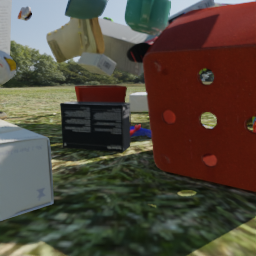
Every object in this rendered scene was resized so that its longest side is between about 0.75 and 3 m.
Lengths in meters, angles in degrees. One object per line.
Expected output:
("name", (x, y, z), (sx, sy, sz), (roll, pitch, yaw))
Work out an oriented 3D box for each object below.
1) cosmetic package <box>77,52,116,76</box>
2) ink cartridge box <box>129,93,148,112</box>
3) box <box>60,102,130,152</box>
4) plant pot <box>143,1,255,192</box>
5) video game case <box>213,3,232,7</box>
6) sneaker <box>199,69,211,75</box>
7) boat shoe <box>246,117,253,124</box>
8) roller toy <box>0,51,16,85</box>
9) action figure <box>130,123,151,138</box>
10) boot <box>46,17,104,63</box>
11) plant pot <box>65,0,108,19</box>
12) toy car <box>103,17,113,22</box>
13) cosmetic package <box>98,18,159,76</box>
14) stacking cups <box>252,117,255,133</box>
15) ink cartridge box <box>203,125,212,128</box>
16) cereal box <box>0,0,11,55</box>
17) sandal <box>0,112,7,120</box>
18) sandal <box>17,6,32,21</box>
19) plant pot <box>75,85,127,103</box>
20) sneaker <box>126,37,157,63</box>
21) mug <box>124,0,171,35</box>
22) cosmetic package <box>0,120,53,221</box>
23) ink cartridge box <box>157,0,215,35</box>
("cosmetic package", (-0.817, -1.651, 7.205), (0.510, 0.360, 0.986), (28, -3, -42))
("ink cartridge box", (0.933, -1.289, 13.669), (1.406, 0.808, 2.401), (2, 10, 11))
("box", (-0.709, -0.056, 6.165), (1.434, 1.012, 0.566), (3, 10, 16))
("plant pot", (1.777, -0.537, 4.634), (2.850, 2.847, 2.511), (8, 26, 37))
("video game case", (3.451, -3.431, 10.019), (0.334, 1.865, 1.690), (-26, 39, -34))
("sneaker", (1.604, -1.513, 7.910), (2.085, 0.863, 0.748), (-6, -12, -18))
("boat shoe", (4.398, -0.420, 9.354), (1.744, 0.622, 0.563), (2, 11, 18))
("roller toy", (-2.775, -1.245, 5.865), (0.759, 0.692, 0.530), (23, 22, -14))
("action figure", (0.074, 0.078, 7.098), (1.955, 0.505, 0.639), (-9, 16, -31))
("boot", (-1.737, -3.184, 8.506), (1.708, 2.197, 0.800), (-6, 16, 22))
("plant pot", (-0.901, -2.996, 6.451), (0.773, 1.148, 1.148), (17, 3, -22))
("toy car", (-0.615, -4.532, 12.631), (0.325, 1.370, 1.456), (-39, -6, 14))
("cosmetic package", (-0.431, -2.889, 9.734), (2.659, 1.199, 1.420), (23, 41, 14))
("stacking cups", (3.555, -0.035, 7.361), (0.694, 0.694, 2.294), (5, 15, 27))
("ink cartridge box", (2.028, 0.065, 7.839), (0.620, 0.218, 1.038), (-3, 9, -21))
("cereal box", (-3.936, -2.707, 7.011), (0.571, 2.892, 2.080), (27, 31, 18))
("sandal", (-5.194, -0.459, 9.541), (0.926, 0.623, 2.307), (5, 11, 26))
("sandal", (-2.387, -2.660, 6.590), (0.228, 0.305, 0.797), (23, 2, -39))
("plant pot", (-0.917, -0.708, 9.054), (1.463, 1.291, 1.465), (-3, 11, -15))
("sneaker", (0.732, -2.272, 8.061), (1.564, 0.576, 0.678), (-18, 11, 12))
("mug", (0.460, -3.259, 8.046), (1.271, 0.957, 1.547), (21, 16, 33))
("cosmetic package", (-2.128, 0.427, 3.852), (1.254, 0.886, 2.423), (-9, 12, -40))
("ink cartridge box", (1.748, -3.761, 9.695), (1.795, 0.427, 1.816), (-31, 12, -10))
